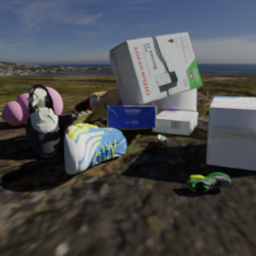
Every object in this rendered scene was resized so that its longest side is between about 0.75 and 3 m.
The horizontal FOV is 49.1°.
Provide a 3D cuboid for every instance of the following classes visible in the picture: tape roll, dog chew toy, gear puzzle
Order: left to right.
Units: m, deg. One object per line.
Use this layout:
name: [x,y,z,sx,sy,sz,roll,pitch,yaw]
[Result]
dog chew toy: [-3.867,-0.774,11.270,2.366,1.473,1.473,-24,26,-39]
gear puzzle: [-1.374,-0.273,8.295,0.204,0.807,1.557,42,17,5]
tape roll: [2.048,-1.318,12.380,1.896,1.302,1.896,3,-7,0]

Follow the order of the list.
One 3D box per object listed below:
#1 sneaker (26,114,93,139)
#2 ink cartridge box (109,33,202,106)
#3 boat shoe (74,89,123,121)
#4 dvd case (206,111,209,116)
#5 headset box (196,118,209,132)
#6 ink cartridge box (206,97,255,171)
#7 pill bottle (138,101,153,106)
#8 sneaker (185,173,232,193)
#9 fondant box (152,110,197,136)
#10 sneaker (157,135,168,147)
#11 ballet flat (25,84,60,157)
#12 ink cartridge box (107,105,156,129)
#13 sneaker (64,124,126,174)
sneaker: [-2.017,-0.012,9.146,1.378,0.903,2.386,11,16,28]
ink cartridge box: [0.970,-1.975,9.529,2.772,2.032,1.152,-20,5,-32]
boat shoe: [-1.143,-0.923,11.093,0.961,1.025,2.779,18,-26,-42]
dvd case: [3.718,-0.228,10.014,1.676,0.147,1.196,2,30,-38]
headset box: [3.112,-0.116,10.579,0.735,0.371,0.989,-5,15,-20]
ink cartridge box: [2.920,0.079,7.376,1.542,1.502,2.399,5,15,20]
pill bottle: [0.895,-1.491,14.002,0.969,0.969,1.746,0,31,-2]
sneaker: [1.635,1.154,5.625,0.895,0.349,0.381,-8,21,3]
fondant box: [1.837,-0.244,10.730,1.362,0.550,1.888,6,14,20]
sneaker: [1.072,0.402,8.687,0.322,0.294,0.796,5,16,6]
ballet flat: [-2.537,-0.387,8.183,0.988,0.988,2.706,-5,44,-18]
ink cartridge box: [0.025,-0.294,9.197,1.385,0.651,2.947,1,-1,-4]
sneaker: [-0.750,0.395,7.078,1.466,1.057,2.791,0,13,-3]
